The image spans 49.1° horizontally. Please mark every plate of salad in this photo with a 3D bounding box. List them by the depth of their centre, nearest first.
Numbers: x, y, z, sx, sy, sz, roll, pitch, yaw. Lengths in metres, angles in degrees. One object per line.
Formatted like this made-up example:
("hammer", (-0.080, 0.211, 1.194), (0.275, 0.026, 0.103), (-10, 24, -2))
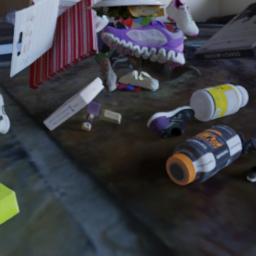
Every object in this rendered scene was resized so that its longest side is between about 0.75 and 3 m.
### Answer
("plate of salad", (-0.031, -1.812, 4.329), (1.227, 0.295, 1.227), (-3, 22, 1))

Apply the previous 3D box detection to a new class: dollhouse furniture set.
("dollhouse furniture set", (-1.056, -0.197, 10.633), (1.349, 1.069, 0.957), (17, -20, -16))

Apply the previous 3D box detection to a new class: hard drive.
("hard drive", (-0.550, -2.993, 10.336), (0.323, 1.708, 1.193), (24, 22, -34))

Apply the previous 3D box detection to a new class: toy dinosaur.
("toy dinosaur", (0.997, -2.067, 8.889), (2.681, 1.371, 1.032), (31, 8, 5))

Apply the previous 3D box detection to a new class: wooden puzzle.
("wooden puzzle", (0.761, -3.389, 10.706), (1.557, 2.625, 0.184), (20, 4, 9))

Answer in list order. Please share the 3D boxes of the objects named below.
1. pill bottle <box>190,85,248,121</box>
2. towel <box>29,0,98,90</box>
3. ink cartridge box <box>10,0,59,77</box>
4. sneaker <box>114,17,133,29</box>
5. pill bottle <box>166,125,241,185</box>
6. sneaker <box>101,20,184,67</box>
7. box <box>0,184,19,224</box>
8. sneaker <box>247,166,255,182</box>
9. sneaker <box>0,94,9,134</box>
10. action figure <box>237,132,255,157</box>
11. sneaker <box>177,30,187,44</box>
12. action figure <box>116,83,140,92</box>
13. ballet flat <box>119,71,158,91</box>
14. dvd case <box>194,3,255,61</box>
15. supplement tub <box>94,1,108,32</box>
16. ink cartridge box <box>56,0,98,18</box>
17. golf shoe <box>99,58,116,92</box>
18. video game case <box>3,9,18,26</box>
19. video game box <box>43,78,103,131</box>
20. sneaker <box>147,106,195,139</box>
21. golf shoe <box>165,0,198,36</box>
("pill bottle", (3.628, -1.049, 11.069), (2.185, 1.224, 1.224), (-14, 29, -27))
("towel", (-1.902, -2.348, 7.895), (2.668, 1.930, 0.300), (-20, -25, 32))
("ink cartridge box", (-2.319, -2.322, 6.597), (0.469, 1.589, 1.985), (25, 40, -1))
("sneaker", (0.049, -4.743, 12.583), (1.455, 0.840, 0.570), (-6, 65, 4))
("pill bottle", (1.985, 0.752, 7.478), (2.144, 1.139, 1.139), (-22, 34, -37))
("sneaker", (0.381, -1.947, 6.069), (1.890, 0.835, 0.760), (13, 5, -8))
("box", (-3.980, 1.918, 5.578), (1.770, 0.692, 2.904), (18, 31, 33))
("sneaker", (3.474, 1.151, 7.557), (0.774, 0.350, 0.257), (-23, 35, -40))
("sneaker", (-3.239, -0.446, 6.629), (0.508, 0.468, 1.269), (4, 50, -54))
("action figure", (4.542, 0.265, 8.590), (2.138, 1.091, 1.271), (-10, 17, -17))
("sneaker", (1.480, -2.941, 9.762), (1.121, 0.503, 0.376), (-33, -11, 30))
("action figure", (-0.041, -2.090, 14.286), (1.323, 0.342, 0.433), (11, 30, 26))
("ballet flat", (0.568, -2.575, 14.718), (2.448, 0.878, 0.878), (19, 32, 34))
("dvd case", (3.257, -2.657, 7.337), (2.615, 0.323, 1.965), (-43, 25, -14))
("supplement tub", (-1.150, -3.676, 9.140), (0.648, 0.923, 0.648), (-38, 6, 5))
("ink cartridge box", (-2.073, -3.749, 10.212), (1.592, 2.185, 0.905), (-4, 50, -25))
("golf shoe", (-0.637, -1.770, 9.316), (0.431, 1.101, 0.535), (11, 23, 39))
("video game case", (-3.709, -3.630, 9.272), (0.793, 0.567, 0.075), (21, -13, 18))
("video game box", (-1.981, -0.941, 10.558), (1.915, 0.492, 2.102), (-34, 14, 25))
("sneaker", (1.717, -0.086, 9.903), (2.164, 0.819, 0.947), (-16, 53, -35))
("golf shoe", (1.344, -2.683, 6.773), (0.394, 0.479, 1.046), (-40, 84, -28))
